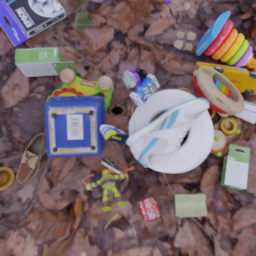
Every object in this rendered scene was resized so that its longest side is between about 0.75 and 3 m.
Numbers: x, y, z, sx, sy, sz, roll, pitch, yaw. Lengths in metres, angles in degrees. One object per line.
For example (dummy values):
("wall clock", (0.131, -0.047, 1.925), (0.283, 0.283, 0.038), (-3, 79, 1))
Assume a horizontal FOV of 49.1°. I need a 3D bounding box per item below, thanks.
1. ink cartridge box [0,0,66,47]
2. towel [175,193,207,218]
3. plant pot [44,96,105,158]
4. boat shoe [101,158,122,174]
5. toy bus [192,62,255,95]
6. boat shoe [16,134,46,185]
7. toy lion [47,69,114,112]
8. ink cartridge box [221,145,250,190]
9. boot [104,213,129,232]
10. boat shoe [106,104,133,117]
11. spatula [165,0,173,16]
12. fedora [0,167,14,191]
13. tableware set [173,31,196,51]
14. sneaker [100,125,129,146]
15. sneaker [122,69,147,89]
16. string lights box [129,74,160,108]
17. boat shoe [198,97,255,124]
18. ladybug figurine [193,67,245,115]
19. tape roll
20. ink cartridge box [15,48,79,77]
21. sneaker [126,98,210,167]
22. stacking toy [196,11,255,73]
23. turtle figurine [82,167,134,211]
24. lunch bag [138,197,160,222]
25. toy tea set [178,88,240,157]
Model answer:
("ink cartridge box", (-4.526, -5.274, 12.283), (2.667, 0.579, 2.642), (-35, 78, -8))
("towel", (2.278, 2.827, 10.191), (1.155, 0.211, 0.857), (-1, 75, 0))
("plant pot", (-1.824, -0.047, 9.709), (2.092, 1.881, 2.092), (-1, 98, -6))
("boat shoe", (-0.578, 1.434, 10.521), (0.931, 0.329, 0.296), (31, 78, 10))
("toy bus", (3.902, -1.967, 11.061), (2.508, 0.982, 0.816), (9, 115, 3))
("boat shoe", (-3.612, 1.092, 10.402), (0.773, 0.733, 2.042), (20, 75, 5))
("toy lion", (-1.949, -1.001, 11.041), (2.424, 0.832, 2.323), (11, 82, 2))
("ink cartridge box", (4.004, 1.462, 10.443), (0.796, 0.455, 1.534), (12, 75, 3))
("boot", (-0.396, 3.497, 9.967), (0.634, 0.276, 0.762), (41, 75, 12))
("boat shoe", (-0.357, -0.544, 8.598), (0.399, 1.134, 0.399), (-5, 94, -40))
("spatula", (1.872, -5.414, 12.560), (0.248, 0.090, 0.879), (-10, 77, -9))
("fedora", (-4.619, 1.902, 10.374), (0.882, 0.360, 0.882), (1, 71, -2))
("tableware set", (2.448, -3.771, 12.094), (0.845, 0.117, 1.012), (15, 75, 4))
("sneaker", (-0.429, 0.210, 9.077), (0.541, 1.315, 0.486), (42, 96, 33))
("sneaker", (0.277, -1.702, 9.183), (0.777, 1.563, 0.543), (-27, 98, -6))
("string lights box", (0.532, -1.192, 8.976), (0.974, 0.500, 0.287), (-49, 46, -10))
("boat shoe", (3.768, -0.780, 10.706), (2.408, 0.886, 0.787), (20, 110, 17))
("ladybug figurine", (2.993, -1.195, 9.539), (2.183, 0.785, 1.481), (38, 46, -11))
("tape roll", (1.522, 0.156, 10.025), (2.946, 1.030, 2.946), (-3, 80, 20))
("ink cartridge box", (-3.196, -2.625, 11.224), (2.231, 1.158, 0.661), (-3, 76, -1))
("sneaker", (1.400, 0.127, 9.021), (2.955, 1.131, 1.194), (-36, 75, 18))
("stacking toy", (4.392, -3.068, 11.332), (2.903, 1.593, 1.685), (34, 67, -2))
("turtle figurine", (-0.515, 1.797, 8.762), (1.720, 0.554, 1.387), (-11, 51, -11))
("lunch bag", (0.715, 2.956, 10.113), (0.710, 0.330, 0.806), (-20, 75, -1))
("toy tea set", (2.761, -0.331, 10.608), (2.977, 1.102, 1.770), (35, 77, 9))
